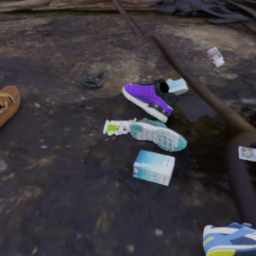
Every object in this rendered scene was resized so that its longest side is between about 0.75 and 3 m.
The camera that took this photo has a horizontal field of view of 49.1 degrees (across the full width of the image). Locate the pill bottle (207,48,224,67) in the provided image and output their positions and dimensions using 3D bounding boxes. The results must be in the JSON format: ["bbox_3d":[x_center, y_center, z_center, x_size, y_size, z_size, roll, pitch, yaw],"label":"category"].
[{"bbox_3d":[4.475,-3.581,14.257,0.518,0.518,0.893,-23,80,-28],"label":"pill bottle"}]

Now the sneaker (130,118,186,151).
[{"bbox_3d":[1.076,0.114,9.366,1.976,0.767,0.901,22,36,24],"label":"sneaker"}]

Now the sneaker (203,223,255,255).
[{"bbox_3d":[2.628,2.456,6.028,2.119,0.784,0.872,3,27,-4],"label":"sneaker"}]

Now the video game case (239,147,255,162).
[{"bbox_3d":[3.924,0.849,8.884,0.755,0.068,0.541,10,38,13],"label":"video game case"}]

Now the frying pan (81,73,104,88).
[{"bbox_3d":[-1.651,-2.237,12.900,0.933,0.251,1.542,10,32,-6],"label":"frying pan"}]

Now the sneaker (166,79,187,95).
[{"bbox_3d":[1.611,-1.642,11.607,1.591,0.588,0.652,-11,69,-2],"label":"sneaker"}]

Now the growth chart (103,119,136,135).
[{"bbox_3d":[-0.283,-0.029,10.064,1.204,0.107,0.871,-2,37,-2],"label":"growth chart"}]

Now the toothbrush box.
[{"bbox_3d":[0.749,1.144,8.147,1.046,0.446,0.766,11,37,14],"label":"toothbrush box"}]

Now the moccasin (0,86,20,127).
[{"bbox_3d":[-4.883,-0.780,10.186,1.094,1.154,2.990,8,37,10],"label":"moccasin"}]

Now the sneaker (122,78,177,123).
[{"bbox_3d":[0.876,-1.301,10.462,0.933,1.334,2.683,25,11,-43],"label":"sneaker"}]
